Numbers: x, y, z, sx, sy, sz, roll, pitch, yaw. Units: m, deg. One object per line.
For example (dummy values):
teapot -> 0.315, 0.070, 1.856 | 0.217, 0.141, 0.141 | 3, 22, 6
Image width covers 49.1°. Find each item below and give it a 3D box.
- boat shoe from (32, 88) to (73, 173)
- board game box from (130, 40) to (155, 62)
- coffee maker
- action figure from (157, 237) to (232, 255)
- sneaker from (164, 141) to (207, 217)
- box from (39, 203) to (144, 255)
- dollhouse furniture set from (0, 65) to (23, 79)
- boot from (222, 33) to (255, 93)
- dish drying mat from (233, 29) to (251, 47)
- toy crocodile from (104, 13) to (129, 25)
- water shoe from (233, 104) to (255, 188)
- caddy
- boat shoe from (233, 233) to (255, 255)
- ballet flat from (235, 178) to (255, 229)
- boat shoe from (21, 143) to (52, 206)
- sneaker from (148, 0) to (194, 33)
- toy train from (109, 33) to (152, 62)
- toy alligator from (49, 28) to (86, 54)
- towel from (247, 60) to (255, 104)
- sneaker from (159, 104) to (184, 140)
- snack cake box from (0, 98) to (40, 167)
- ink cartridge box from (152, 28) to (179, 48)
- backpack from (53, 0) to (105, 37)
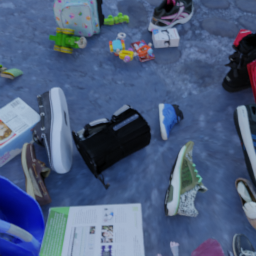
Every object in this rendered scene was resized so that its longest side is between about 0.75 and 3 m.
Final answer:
boat shoe -> -2.244, 0.040, 7.972 | 0.977, 1.031, 2.948 | -15, 56, 2
board game box -> 0.541, -2.950, 10.722 | 0.561, 0.106, 1.089 | -18, 55, -12
coffee maker -> -0.313, 0.470, 7.644 | 1.872, 1.261, 1.798 | -28, 81, -18
action figure -> 1.223, 2.965, 5.654 | 1.790, 1.199, 1.333 | -26, 63, -9
sneaker -> 1.556, 1.342, 7.184 | 0.940, 0.816, 2.122 | 17, 62, 5
box -> -0.766, 2.468, 6.213 | 2.220, 0.403, 1.602 | -2, 36, 0
dollhouse furniture set -> -4.261, -2.088, 9.718 | 0.968, 0.486, 0.634 | 13, 34, 12
boot -> 4.204, -2.226, 9.001 | 2.412, 1.976, 0.893 | -21, 59, -14
dish drying mat -> 4.558, -3.572, 11.181 | 0.448, 0.106, 1.168 | 24, 57, 16
toy crocodile -> -0.528, -4.526, 11.781 | 1.139, 0.352, 0.385 | -14, 55, -5
water shoe -> 3.451, 0.495, 7.190 | 0.933, 0.845, 2.365 | -14, 81, 11
caddy -> -2.648, 2.096, 5.503 | 1.418, 2.702, 1.910 | -9, 52, 15
boat shoe -> 2.649, 2.934, 6.069 | 0.520, 0.430, 1.389 | 3, 46, 1
ballet flat -> 2.946, 1.828, 6.836 | 0.482, 0.476, 1.417 | -40, 34, 25
boat shoe -> -2.338, 1.169, 7.296 | 0.639, 0.641, 1.776 | -15, 60, -7
sneaker -> 1.907, -4.876, 11.513 | 1.056, 1.135, 2.630 | 31, 59, 20
toy train -> 0.055, -2.892, 10.426 | 1.613, 0.449, 1.211 | 35, 63, 26
toy alligator -> -1.990, -3.103, 10.116 | 0.752, 0.822, 2.772 | -3, 19, -40
towel -> 4.886, -1.484, 8.581 | 2.923, 2.114, 0.329 | -29, 21, -19
sneaker -> 1.322, -0.226, 8.442 | 0.731, 0.505, 1.315 | -4, 46, 7
snack cake box -> -3.544, 0.220, 7.983 | 1.211, 0.708, 2.106 | 37, 62, 22
ink cartridge box -> 1.460, -3.516, 10.956 | 0.938, 0.393, 0.680 | -5, 54, -4
backpack -> -1.990, -4.438, 10.908 | 1.823, 1.602, 1.397 | 9, 50, 12
